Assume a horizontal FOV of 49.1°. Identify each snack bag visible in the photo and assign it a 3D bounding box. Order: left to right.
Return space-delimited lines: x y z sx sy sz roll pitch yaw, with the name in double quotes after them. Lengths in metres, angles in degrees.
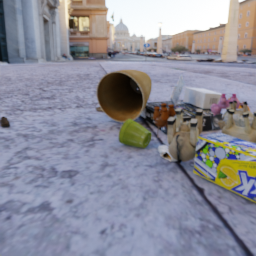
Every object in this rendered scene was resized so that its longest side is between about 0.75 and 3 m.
1.940 -1.465 10.999 0.120 1.117 1.053 21 -5 21 "snack bag"

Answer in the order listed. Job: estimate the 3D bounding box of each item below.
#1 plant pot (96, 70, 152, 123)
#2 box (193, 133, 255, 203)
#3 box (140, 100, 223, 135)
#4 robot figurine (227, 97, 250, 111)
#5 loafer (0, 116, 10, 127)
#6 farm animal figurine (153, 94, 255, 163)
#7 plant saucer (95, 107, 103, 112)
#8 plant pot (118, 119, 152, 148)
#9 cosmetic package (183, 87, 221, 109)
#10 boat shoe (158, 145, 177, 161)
0.103 -1.594 11.708 2.073 2.073 2.225 7 27 23 "plant pot"
2.791 0.947 5.958 0.920 1.002 2.860 -7 18 -34 "box"
2.039 -0.530 11.489 2.334 0.634 2.914 -5 18 -17 "box"
3.834 -0.270 9.565 1.238 0.497 1.708 30 46 -19 "robot figurine"
-4.936 -0.254 11.132 0.334 0.327 0.915 -12 21 -34 "loafer"
2.304 0.085 8.026 2.910 1.463 2.350 -8 21 -9 "farm animal figurine"
-1.199 -0.905 13.644 0.796 0.117 0.796 0 18 0 "plant saucer"
0.267 0.252 8.842 0.818 0.850 0.850 23 26 28 "plant pot"
3.084 -1.241 11.601 0.916 0.659 1.623 3 14 -17 "cosmetic package"
1.063 0.736 7.988 0.292 0.297 0.837 -6 24 -29 "boat shoe"
